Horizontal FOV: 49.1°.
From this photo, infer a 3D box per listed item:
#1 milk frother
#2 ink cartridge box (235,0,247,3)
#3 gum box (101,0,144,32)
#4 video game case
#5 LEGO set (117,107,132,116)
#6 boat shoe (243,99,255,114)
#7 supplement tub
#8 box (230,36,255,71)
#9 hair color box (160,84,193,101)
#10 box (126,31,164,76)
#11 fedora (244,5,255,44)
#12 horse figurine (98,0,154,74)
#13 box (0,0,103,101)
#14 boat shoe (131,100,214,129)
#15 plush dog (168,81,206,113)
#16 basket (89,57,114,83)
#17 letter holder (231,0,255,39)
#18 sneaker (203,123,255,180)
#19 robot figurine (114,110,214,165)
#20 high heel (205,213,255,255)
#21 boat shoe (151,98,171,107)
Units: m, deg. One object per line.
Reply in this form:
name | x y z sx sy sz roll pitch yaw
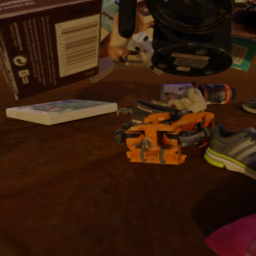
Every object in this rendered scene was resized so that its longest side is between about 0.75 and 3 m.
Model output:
milk frother | 1.116 -2.409 4.672 2.265 2.361 2.510 9 -9 -22
ink cartridge box | 3.242 -4.027 7.973 0.587 0.800 0.332 -13 31 -23
gum box | -0.486 -3.942 9.880 1.360 0.357 1.601 18 -13 -42
video game case | -2.319 -0.650 9.962 2.660 0.342 2.926 10 17 41
LEGO set | -0.057 -0.662 10.343 0.664 0.290 1.023 5 15 21
boat shoe | 5.030 -0.815 9.738 0.981 0.868 2.679 -3 15 -15
supplement tub | 3.931 -1.490 12.433 1.646 0.880 0.880 -3 15 -11
box | 2.532 -2.463 7.644 1.093 0.653 2.656 14 34 -5
hair color box | 2.253 -1.508 12.503 1.571 0.859 0.509 -3 15 -13
box | 0.893 -2.963 11.145 1.832 0.551 1.068 38 -14 -10
fedora | 4.491 -3.257 9.376 0.818 1.811 1.601 -52 11 -30
horse figurine | 0.057 -2.473 7.548 1.845 0.695 2.784 5 -37 -40
box | -2.150 -2.486 6.425 2.157 2.179 2.626 -24 61 -23
boat shoe | 1.252 -0.396 8.376 2.582 0.736 0.863 7 16 27
plush dog | 2.056 -0.949 10.267 1.266 1.182 1.474 -20 6 25
basket | -1.020 -2.072 9.161 0.842 0.834 0.677 -36 3 -14
letter holder | 3.105 -2.779 5.897 1.825 1.292 2.568 14 35 22
sneaker | 2.278 0.429 4.988 1.993 0.807 0.736 13 19 41
robot figurine | 0.925 0.130 6.011 1.959 0.786 2.702 0 12 29
high heel | 1.438 1.010 3.256 0.707 0.496 1.470 19 25 25
boat shoe | 1.286 -1.083 11.871 1.110 0.349 0.405 1 14 5
